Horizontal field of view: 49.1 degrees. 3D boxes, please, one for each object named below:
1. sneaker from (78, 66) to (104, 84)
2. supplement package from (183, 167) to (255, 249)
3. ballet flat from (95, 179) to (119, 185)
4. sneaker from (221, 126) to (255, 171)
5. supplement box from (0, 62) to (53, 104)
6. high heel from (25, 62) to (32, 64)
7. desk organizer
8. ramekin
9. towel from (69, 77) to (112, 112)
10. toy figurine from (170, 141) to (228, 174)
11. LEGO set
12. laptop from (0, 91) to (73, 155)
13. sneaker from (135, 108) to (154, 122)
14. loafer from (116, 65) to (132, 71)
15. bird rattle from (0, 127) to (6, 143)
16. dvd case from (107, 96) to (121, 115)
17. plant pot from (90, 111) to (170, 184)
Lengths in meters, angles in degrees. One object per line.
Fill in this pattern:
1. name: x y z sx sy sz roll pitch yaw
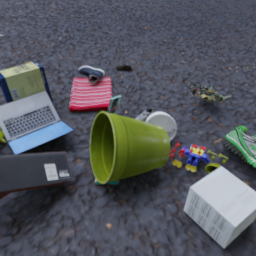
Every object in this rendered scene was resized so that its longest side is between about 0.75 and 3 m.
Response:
1. sneaker: -1.933 -2.565 13.614 1.333 0.507 0.963 9 39 12
2. supplement package: 2.665 2.190 7.917 1.440 1.108 1.506 -23 46 -31
3. ballet flat: -0.692 1.713 9.221 0.809 0.281 0.281 0 41 -1
4. sneaker: 4.379 0.836 9.318 1.118 1.024 2.624 -51 52 8
5. supplement box: -4.327 -1.663 11.806 1.715 1.717 1.153 -23 33 -25
6. high heel: -5.125 -2.963 14.332 1.336 0.477 0.953 35 45 22
7. desk organizer: -3.200 1.443 8.338 2.870 1.105 1.029 2 63 -50
8. ramekin: 1.188 -0.036 10.546 1.234 1.234 0.575 1 23 1
9. towel: -1.707 -1.621 12.986 1.902 0.296 2.630 -2 41 -4
10. toy figurine: 2.497 0.868 9.666 1.883 0.993 1.128 16 27 17
11. LEGO set: 3.288 -1.322 11.815 1.678 0.732 2.584 27 25 36
12. laptop: -3.616 -0.312 10.542 2.179 1.349 2.328 -24 82 -25
13. sneaker: 0.656 -0.528 11.626 1.064 0.436 0.398 -33 51 -32
14. loafer: -0.234 -3.209 14.768 0.856 0.305 0.312 3 41 3
15. bird rattle: -5.541 0.569 9.923 2.231 1.257 1.819 -19 63 -15
16. dvd case: -0.592 -0.833 11.479 0.104 0.944 0.689 30 32 24
17. plant pot: 0.119 0.632 9.127 2.153 2.236 2.236 2 38 -25
